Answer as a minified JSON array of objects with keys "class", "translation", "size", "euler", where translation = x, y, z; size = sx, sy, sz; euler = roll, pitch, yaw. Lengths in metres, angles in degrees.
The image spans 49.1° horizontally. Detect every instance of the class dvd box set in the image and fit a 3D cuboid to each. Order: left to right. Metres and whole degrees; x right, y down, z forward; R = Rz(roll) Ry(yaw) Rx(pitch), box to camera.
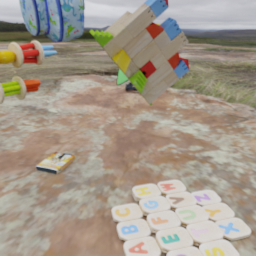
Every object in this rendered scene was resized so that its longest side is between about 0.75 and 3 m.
[{"class":"dvd box set","translation":[-1.989,0.954,7.738],"size":[0.671,0.135,0.917],"euler":[7,23,20]}]

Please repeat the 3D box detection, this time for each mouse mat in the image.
[{"class":"mouse mat","translation":[0.343,-2.675,11.679],"size":[1.997,0.075,1.607],"euler":[-21,46,34]}]

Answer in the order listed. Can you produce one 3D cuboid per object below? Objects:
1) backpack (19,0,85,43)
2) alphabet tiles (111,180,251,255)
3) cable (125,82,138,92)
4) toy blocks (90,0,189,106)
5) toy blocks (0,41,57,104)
[{"class":"backpack","translation":[-1.438,-2.225,5.225],"size":[0.967,1.204,1.316],"euler":[-25,46,-30]},{"class":"alphabet tiles","translation":[0.986,1.813,5.566],"size":[2.448,0.183,2.503],"euler":[-6,23,-14]},{"class":"cable","translation":[0.492,-2.251,15.406],"size":[1.339,0.417,1.642],"euler":[-5,24,1]},{"class":"toy blocks","translation":[0.632,-2.098,7.469],"size":[1.988,2.908,1.453],"euler":[-40,38,5]},{"class":"toy blocks","translation":[-3.131,-1.750,8.599],"size":[0.754,1.731,2.076],"euler":[23,31,35]}]
